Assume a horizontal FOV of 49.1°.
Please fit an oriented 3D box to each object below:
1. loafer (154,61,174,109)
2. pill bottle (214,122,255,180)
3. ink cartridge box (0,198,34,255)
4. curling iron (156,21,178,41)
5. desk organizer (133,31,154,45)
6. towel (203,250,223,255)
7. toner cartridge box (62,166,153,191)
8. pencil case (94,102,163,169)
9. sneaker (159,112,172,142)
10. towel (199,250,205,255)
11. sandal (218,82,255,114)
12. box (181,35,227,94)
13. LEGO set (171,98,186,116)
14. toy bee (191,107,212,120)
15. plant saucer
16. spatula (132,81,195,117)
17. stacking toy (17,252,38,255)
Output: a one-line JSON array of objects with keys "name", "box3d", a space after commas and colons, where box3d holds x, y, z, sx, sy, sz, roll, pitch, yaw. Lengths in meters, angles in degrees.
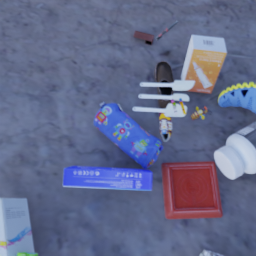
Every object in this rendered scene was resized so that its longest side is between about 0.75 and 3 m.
[{"name": "loafer", "box3d": [1.536, -1.822, 11.301, 0.820, 0.797, 2.246, -5, 69, -2]}, {"name": "pill bottle", "box3d": [4.507, 0.675, 9.939, 2.750, 1.522, 1.522, -28, 71, -10]}, {"name": "ink cartridge box", "box3d": [-3.970, 3.673, 8.623, 1.894, 1.076, 2.599, -25, 68, 21]}, {"name": "curling iron", "box3d": [1.261, -3.211, 9.222, 0.947, 0.235, 0.121, -42, 97, 0]}, {"name": "desk organizer", "box3d": [0.675, -3.980, 12.413, 0.891, 0.320, 0.343, 17, 72, 6]}, {"name": "towel", "box3d": [3.379, 5.200, 8.198, 2.816, 1.205, 2.332, 18, 73, 3]}, {"name": "toner cartridge box", "box3d": [-0.653, 1.692, 9.497, 2.845, 1.351, 0.614, 3, 84, 0]}, {"name": "pencil case", "box3d": [0.005, 0.213, 10.322, 2.826, 1.103, 1.227, 41, 92, 13]}, {"name": "sneaker", "box3d": [1.358, -0.079, 10.189, 0.464, 1.238, 0.558, -2, 34, 23]}, {"name": "towel", "box3d": [2.600, 4.852, 8.992, 1.303, 0.234, 1.353, 38, 73, 14]}, {"name": "sandal", "box3d": [4.723, -1.053, 10.348, 2.771, 1.101, 1.207, -8, 76, 35]}, {"name": "box", "box3d": [2.842, -2.408, 10.798, 1.221, 1.962, 0.956, 6, 49, 1]}, {"name": "LEGO set", "box3d": [1.555, -0.597, 8.490, 0.371, 0.973, 0.399, -18, 109, 12]}, {"name": "toy bee", "box3d": [2.884, -0.642, 10.994, 0.876, 0.476, 0.574, -39, 63, -21]}, {"name": "plant saucer", "box3d": [2.277, 2.164, 9.979, 2.028, 0.372, 2.024, -1, 69, -1]}, {"name": "spatula", "box3d": [1.166, -1.061, 9.853, 2.116, 0.170, 1.471, 6, 70, 32]}, {"name": "stacking toy", "box3d": [-2.136, 4.857, 8.051, 2.829, 0.665, 2.133, 24, 65, -30]}]
